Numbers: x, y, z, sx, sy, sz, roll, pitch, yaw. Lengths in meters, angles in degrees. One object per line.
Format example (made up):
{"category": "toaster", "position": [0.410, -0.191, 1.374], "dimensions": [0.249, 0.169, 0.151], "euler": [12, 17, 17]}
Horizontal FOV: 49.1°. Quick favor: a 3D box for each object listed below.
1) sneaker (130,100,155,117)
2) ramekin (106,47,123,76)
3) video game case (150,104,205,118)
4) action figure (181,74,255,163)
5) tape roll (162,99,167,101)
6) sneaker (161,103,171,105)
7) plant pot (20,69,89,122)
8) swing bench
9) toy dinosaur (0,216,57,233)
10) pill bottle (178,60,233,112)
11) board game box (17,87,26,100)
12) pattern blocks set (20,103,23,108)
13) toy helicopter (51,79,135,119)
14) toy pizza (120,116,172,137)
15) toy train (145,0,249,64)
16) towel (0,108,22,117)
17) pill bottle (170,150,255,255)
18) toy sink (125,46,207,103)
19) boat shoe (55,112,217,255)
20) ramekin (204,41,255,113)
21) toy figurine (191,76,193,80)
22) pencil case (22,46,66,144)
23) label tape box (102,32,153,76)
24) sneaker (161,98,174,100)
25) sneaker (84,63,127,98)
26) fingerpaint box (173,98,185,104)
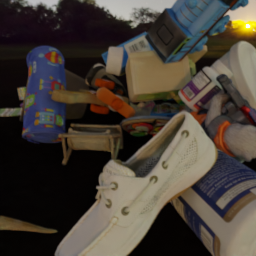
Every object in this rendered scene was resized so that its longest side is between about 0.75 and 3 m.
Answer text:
{"category": "sneaker", "position": [0.573, -0.878, 10.733], "dimensions": [0.911, 0.988, 2.240], "euler": [-21, 21, 8]}
{"category": "ramekin", "position": [-0.418, -2.019, 8.429], "dimensions": [0.418, 0.857, 0.857], "euler": [7, 17, -8]}
{"category": "video game case", "position": [1.757, -0.555, 9.026], "dimensions": [1.955, 0.174, 1.399], "euler": [0, 16, 12]}
{"category": "action figure", "position": [2.285, 0.469, 6.240], "dimensions": [1.549, 2.962, 2.865], "euler": [-36, -2, -2]}
{"category": "tape roll", "position": [1.322, -1.918, 11.426], "dimensions": [0.402, 1.672, 1.672], "euler": [-27, 8, 22]}
{"category": "sneaker", "position": [1.285, -0.669, 11.369], "dimensions": [1.069, 0.378, 0.530], "euler": [-12, 35, 37]}
{"category": "plant pot", "position": [-2.799, -1.337, 10.875], "dimensions": [2.265, 2.610, 2.610], "euler": [10, 14, -21]}
{"category": "swing bench", "position": [-0.947, 0.369, 7.620], "dimensions": [1.393, 0.908, 1.400], "euler": [1, 19, 8]}
{"category": "toy dinosaur", "position": [-2.765, 1.481, 4.284], "dimensions": [2.984, 0.868, 1.509], "euler": [3, 17, 8]}
{"category": "pill bottle", "position": [1.823, -0.998, 6.584], "dimensions": [0.664, 1.191, 0.664], "euler": [38, 23, -19]}
{"category": "board game box", "position": [-5.103, -1.802, 14.462], "dimensions": [1.222, 0.629, 0.641], "euler": [3, 16, 43]}
{"category": "pattern blocks set", "position": [-3.650, -1.050, 13.084], "dimensions": [2.842, 0.230, 2.498], "euler": [5, 19, 15]}
{"category": "toy helicopter", "position": [-0.949, -0.799, 8.062], "dimensions": [1.767, 1.054, 2.672], "euler": [23, 17, 35]}
{"category": "toy pizza", "position": [0.708, 0.027, 8.503], "dimensions": [1.935, 0.307, 1.935], "euler": [2, -13, 1]}
{"category": "toy train", "position": [1.735, -2.777, 6.763], "dimensions": [1.605, 1.217, 2.809], "euler": [-25, -14, -46]}
{"category": "towel", "position": [-4.973, -0.696, 12.063], "dimensions": [1.282, 0.197, 0.956], "euler": [-3, 17, -9]}
{"category": "pill bottle", "position": [1.465, 1.125, 4.573], "dimensions": [1.339, 1.339, 2.414], "euler": [-5, 19, -16]}
{"category": "toy sink", "position": [1.217, -1.606, 8.930], "dimensions": [2.412, 1.351, 1.572], "euler": [-7, -3, -6]}
{"category": "boat shoe", "position": [-0.018, 0.860, 4.071], "dimensions": [2.913, 1.010, 1.032], "euler": [-42, 24, -14]}
{"category": "ramekin", "position": [3.224, -0.793, 7.749], "dimensions": [1.353, 2.906, 2.906], "euler": [-28, -3, 40]}
{"category": "toy figurine", "position": [2.896, -0.928, 11.997], "dimensions": [1.523, 1.341, 2.543], "euler": [-37, 42, 4]}
{"category": "pencil case", "position": [-2.414, -0.927, 8.055], "dimensions": [1.250, 2.877, 1.123], "euler": [-20, -26, 29]}
{"category": "label tape box", "position": [0.161, -2.892, 11.370], "dimensions": [1.845, 0.851, 2.575], "euler": [-25, 6, 11]}
{"category": "sneaker", "position": [1.583, -1.946, 15.007], "dimensions": [2.748, 0.906, 1.077], "euler": [8, 8, 24]}
{"category": "sneaker", "position": [-0.759, -1.716, 10.953], "dimensions": [1.014, 0.945, 2.558], "euler": [36, 6, 25]}
{"category": "fingerpaint box", "position": [1.932, -2.106, 11.010], "dimensions": [0.834, 2.275, 1.898], "euler": [-21, -14, 17]}
